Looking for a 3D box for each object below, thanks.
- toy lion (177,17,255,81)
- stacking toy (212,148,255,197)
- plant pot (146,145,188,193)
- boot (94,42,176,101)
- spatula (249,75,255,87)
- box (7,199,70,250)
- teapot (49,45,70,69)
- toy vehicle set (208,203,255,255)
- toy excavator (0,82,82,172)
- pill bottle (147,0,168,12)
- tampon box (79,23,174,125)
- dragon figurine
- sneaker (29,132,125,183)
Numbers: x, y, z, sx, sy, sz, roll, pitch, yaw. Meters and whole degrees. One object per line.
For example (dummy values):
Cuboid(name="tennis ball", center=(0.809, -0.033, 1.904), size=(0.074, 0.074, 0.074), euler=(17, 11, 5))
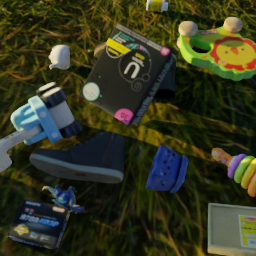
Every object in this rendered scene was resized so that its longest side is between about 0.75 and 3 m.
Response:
Cuboid(name="toy lion", center=(3.301, -2.723, 9.945), size=(2.702, 0.928, 2.590), euler=(-5, 57, -2))
Cuboid(name="stacking toy", center=(3.010, 1.068, 7.153), size=(1.113, 1.177, 2.028), euler=(-38, 51, -26))
Cuboid(name="plant pot", center=(1.004, 1.101, 7.131), size=(0.809, 0.900, 0.900), euler=(18, 55, 4))
Cuboid(name="boot", center=(0.239, -1.864, 9.249), size=(2.827, 1.095, 1.955), euler=(1, 58, 1))
Cuboid(name="spatula", center=(4.072, -2.240, 9.972), size=(0.698, 0.254, 2.471), euler=(-13, 54, -9))
Cuboid(name="box", center=(-2.078, 2.262, 6.614), size=(1.174, 0.270, 0.933), euler=(10, 54, 8))
Cuboid(name="teapot", center=(-2.411, -2.480, 9.776), size=(0.655, 0.897, 0.886), euler=(0, 98, -3))
Cuboid(name="toy vehicle set", center=(2.738, 2.305, 6.216), size=(1.858, 0.246, 1.154), euler=(2, 39, 16))
Cuboid(name="toy excavator", center=(-2.544, 0.076, 7.141), size=(2.551, 1.274, 2.480), euler=(-30, 26, -13))
Cuboid(name="pill bottle", center=(1.263, -5.278, 12.088), size=(0.879, 0.480, 0.480), euler=(8, 54, 6))
Cuboid(name="tampon box", center=(0.016, -1.429, 7.882), size=(1.646, 1.386, 2.196), euler=(31, 99, 11))
Cuboid(name="dragon figurine", center=(-1.655, 1.759, 6.930), size=(1.242, 0.366, 0.618), euler=(8, 54, 7))
Cuboid(name="sneaker", center=(-1.247, 0.643, 7.321), size=(2.357, 0.882, 1.252), euler=(12, 59, -11))
